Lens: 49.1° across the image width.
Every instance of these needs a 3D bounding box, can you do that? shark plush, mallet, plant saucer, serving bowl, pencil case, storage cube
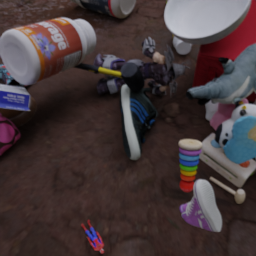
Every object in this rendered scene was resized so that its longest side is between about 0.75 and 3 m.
[{"bbox_3d":[2.189,-1.151,6.441,2.623,1.092,1.192,-18,23,-20],"label":"shark plush"},{"bbox_3d":[-0.786,-1.745,8.226,2.638,0.869,0.543,19,74,18],"label":"mallet"},{"bbox_3d":[-3.707,-0.635,8.716,1.629,0.280,1.629,0,47,0],"label":"plant saucer"},{"bbox_3d":[2.024,-2.945,7.110,2.124,0.699,2.124,-12,63,24],"label":"serving bowl"},{"bbox_3d":[-3.900,0.519,7.206,0.959,0.990,2.113,22,52,24],"label":"pencil case"},{"bbox_3d":[3.468,-2.378,8.429,2.445,2.325,2.720,14,77,12],"label":"storage cube"}]

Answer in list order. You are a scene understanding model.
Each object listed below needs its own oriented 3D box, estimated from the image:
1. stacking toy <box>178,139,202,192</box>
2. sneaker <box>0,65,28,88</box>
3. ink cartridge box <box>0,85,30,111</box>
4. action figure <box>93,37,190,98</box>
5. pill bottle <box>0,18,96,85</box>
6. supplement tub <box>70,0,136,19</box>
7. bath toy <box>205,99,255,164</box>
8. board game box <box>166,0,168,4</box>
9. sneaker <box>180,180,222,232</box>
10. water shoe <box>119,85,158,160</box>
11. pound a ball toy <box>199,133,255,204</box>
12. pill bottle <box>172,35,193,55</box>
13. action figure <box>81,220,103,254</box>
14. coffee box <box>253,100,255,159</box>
[{"bbox_3d":[1.207,0.789,5.574,0.455,1.066,0.455,1,14,0],"label":"stacking toy"},{"bbox_3d":[-3.997,-1.690,9.456,1.429,0.567,0.682,13,51,12],"label":"sneaker"},{"bbox_3d":[-3.528,-0.892,7.132,1.874,0.413,1.909,7,10,-28],"label":"ink cartridge box"},{"bbox_3d":[0.409,-1.790,8.726,2.986,1.943,1.036,0,36,18],"label":"action figure"},{"bbox_3d":[-2.060,-2.218,7.698,1.392,1.392,2.482,27,41,22],"label":"pill bottle"},{"bbox_3d":[-1.171,-6.193,12.476,2.828,1.985,1.985,23,52,19],"label":"supplement tub"},{"bbox_3d":[2.596,-0.340,7.183,1.279,1.087,2.942,-33,18,15],"label":"bath toy"},{"bbox_3d":[3.209,-6.035,13.278,2.507,0.597,1.273,-10,49,-9],"label":"board game box"},{"bbox_3d":[1.217,1.435,5.128,0.721,1.264,0.458,1,36,36],"label":"sneaker"},{"bbox_3d":[0.347,-0.319,7.966,1.073,0.972,2.719,-2,49,-4],"label":"water shoe"},{"bbox_3d":[2.480,0.941,7.035,1.057,0.688,1.620,-34,57,-27],"label":"pound a ball toy"},{"bbox_3d":[2.127,-3.491,10.897,0.786,0.786,1.403,4,48,3],"label":"pill bottle"},{"bbox_3d":[-0.752,2.389,6.096,0.257,0.203,0.785,-26,56,-24],"label":"action figure"},{"bbox_3d":[4.151,-0.073,6.937,1.688,1.669,1.685,11,37,-2],"label":"coffee box"}]
